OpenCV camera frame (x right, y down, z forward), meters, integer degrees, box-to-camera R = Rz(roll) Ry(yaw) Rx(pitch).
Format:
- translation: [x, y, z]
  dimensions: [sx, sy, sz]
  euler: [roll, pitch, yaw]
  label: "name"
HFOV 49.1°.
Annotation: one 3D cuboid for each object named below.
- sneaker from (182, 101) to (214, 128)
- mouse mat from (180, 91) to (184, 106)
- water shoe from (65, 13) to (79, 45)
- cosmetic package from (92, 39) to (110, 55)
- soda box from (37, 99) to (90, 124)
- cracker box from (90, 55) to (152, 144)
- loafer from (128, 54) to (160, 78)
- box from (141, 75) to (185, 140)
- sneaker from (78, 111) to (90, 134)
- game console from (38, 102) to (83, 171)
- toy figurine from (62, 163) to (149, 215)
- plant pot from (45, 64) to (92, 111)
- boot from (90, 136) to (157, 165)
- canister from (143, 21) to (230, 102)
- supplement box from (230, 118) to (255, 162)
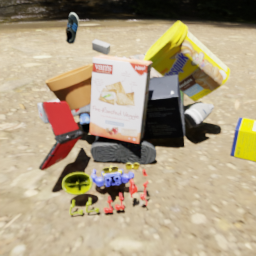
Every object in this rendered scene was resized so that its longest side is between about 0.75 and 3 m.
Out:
- translation: [2.697, -0.568, 11.086]
  dimensions: [1.015, 0.925, 2.475]
  euler: [-32, 9, 1]
  label: "sneaker"
- translation: [1.519, -1.376, 13.437]
  dimensions: [2.294, 0.086, 1.846]
  euler: [2, 59, 5]
  label: "mouse mat"
- translation: [-2.386, -4.200, 11.848]
  dimensions: [0.457, 1.280, 0.505]
  euler: [7, 12, 10]
  label: "water shoe"
- translation: [-1.197, -3.559, 12.367]
  dimensions: [0.787, 0.420, 0.355]
  euler: [20, 49, 15]
  label: "cosmetic package"
- translation: [-2.895, -0.911, 12.836]
  dimensions: [2.268, 0.719, 0.774]
  euler: [-17, 32, -30]
  label: "soda box"
- translation: [-0.270, -0.894, 8.798]
  dimensions: [1.688, 2.520, 0.727]
  euler: [10, 22, 13]
  label: "cracker box"
- translation: [0.739, -2.053, 11.888]
  dimensions: [0.933, 1.067, 2.969]
  euler: [-3, 50, -18]
  label: "loafer"
- translation: [0.921, -0.660, 10.046]
  dimensions: [1.998, 2.032, 1.193]
  euler: [-4, 46, 15]
  label: "box"
- translation: [-1.506, -0.023, 10.533]
  dimensions: [0.566, 1.441, 0.643]
  euler: [-12, 63, 8]
  label: "sneaker"
- translation: [-2.161, 0.180, 8.255]
  dimensions: [1.100, 1.597, 1.853]
  euler: [37, 9, 4]
  label: "game console"
- translation: [-0.586, 1.651, 7.995]
  dimensions: [2.271, 1.198, 1.360]
  euler: [-10, -1, -2]
  label: "toy figurine"
- translation: [-1.905, -1.416, 10.145]
  dimensions: [1.779, 1.245, 1.779]
  euler: [-18, 19, 7]
  label: "plant pot"
- translation: [-0.069, 0.141, 10.419]
  dimensions: [2.275, 0.906, 2.760]
  euler: [5, 30, 3]
  label: "boot"
- translation: [2.097, -2.250, 10.018]
  dimensions: [2.541, 1.887, 1.100]
  euler: [35, 51, -18]
  label: "canister"
- translation: [4.731, 0.504, 9.702]
  dimensions: [2.029, 1.105, 1.111]
  euler: [13, 30, 24]
  label: "supplement box"
